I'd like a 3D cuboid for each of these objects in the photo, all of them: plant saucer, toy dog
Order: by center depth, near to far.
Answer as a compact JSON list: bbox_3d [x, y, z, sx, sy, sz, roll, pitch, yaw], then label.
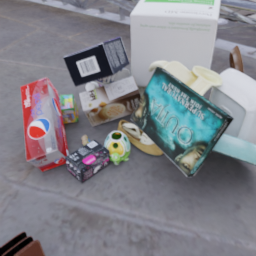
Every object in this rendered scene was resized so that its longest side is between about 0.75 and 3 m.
[{"bbox_3d":[2.787,0.518,8.052,2.870,0.516,2.870,19,1,0],"label":"plant saucer"},{"bbox_3d":[1.492,-0.777,9.477,2.499,2.577,1.798,29,54,9],"label":"toy dog"},{"bbox_3d":[3.798,-2.165,9.876,0.260,1.421,1.421,-10,37,13],"label":"plant saucer"}]

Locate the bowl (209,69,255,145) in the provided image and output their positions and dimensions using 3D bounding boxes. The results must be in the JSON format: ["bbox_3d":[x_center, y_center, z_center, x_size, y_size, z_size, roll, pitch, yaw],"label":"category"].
[{"bbox_3d":[3.449,-0.528,9.158,0.852,2.282,2.279,-18,46,-23],"label":"bowl"}]

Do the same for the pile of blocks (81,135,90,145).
[{"bbox_3d":[-1.463,0.536,9.723,0.234,0.310,0.754,-46,31,12],"label":"pile of blocks"}]

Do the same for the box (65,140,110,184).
[{"bbox_3d":[-1.245,1.025,8.697,0.770,0.669,1.166,33,47,31],"label":"box"}]

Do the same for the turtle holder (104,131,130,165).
[{"bbox_3d":[-0.422,0.643,9.052,0.894,0.836,1.177,20,43,22],"label":"turtle holder"}]

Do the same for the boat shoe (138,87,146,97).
[{"bbox_3d":[1.742,-1.198,11.164,2.823,1.057,0.873,15,42,16],"label":"boat shoe"}]

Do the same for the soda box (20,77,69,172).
[{"bbox_3d":[-2.747,-0.169,9.145,1.044,0.945,2.981,-20,58,4],"label":"soda box"}]

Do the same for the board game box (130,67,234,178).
[{"bbox_3d":[1.226,-0.238,7.394,0.372,1.786,2.641,6,30,-42],"label":"board game box"}]

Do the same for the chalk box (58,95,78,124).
[{"bbox_3d":[-2.292,-0.768,10.373,0.693,1.119,0.696,-7,57,-2],"label":"chalk box"}]

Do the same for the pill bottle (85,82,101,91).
[{"bbox_3d":[-1.328,-1.524,11.034,0.520,0.520,0.926,11,1,13],"label":"pill bottle"}]

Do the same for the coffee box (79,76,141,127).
[{"bbox_3d":[-0.577,-0.948,10.212,2.053,1.174,0.818,-19,60,1],"label":"coffee box"}]

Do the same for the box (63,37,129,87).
[{"bbox_3d":[-0.833,-1.924,8.015,1.245,0.877,1.682,-14,19,20],"label":"box"}]

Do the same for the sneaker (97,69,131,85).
[{"bbox_3d":[-0.888,-2.066,10.318,1.303,0.911,2.256,27,4,27],"label":"sneaker"}]

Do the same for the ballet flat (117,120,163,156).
[{"bbox_3d":[0.384,0.314,9.635,1.956,0.616,0.671,26,46,29],"label":"ballet flat"}]

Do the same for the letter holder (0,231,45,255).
[{"bbox_3d":[-2.663,2.954,5.981,0.772,1.091,1.536,29,47,31],"label":"letter holder"}]

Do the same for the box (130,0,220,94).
[{"bbox_3d":[1.715,-3.185,10.415,2.863,2.877,2.464,9,45,13],"label":"box"}]
